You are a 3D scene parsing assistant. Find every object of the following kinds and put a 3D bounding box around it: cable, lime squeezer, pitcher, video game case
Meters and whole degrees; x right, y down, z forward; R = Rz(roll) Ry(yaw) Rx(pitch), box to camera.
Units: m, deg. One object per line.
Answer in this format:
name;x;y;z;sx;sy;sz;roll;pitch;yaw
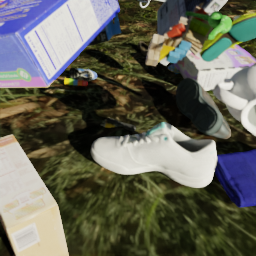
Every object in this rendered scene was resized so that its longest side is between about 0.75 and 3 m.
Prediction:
cable;-0.283;-0.074;8.242;1.020;0.257;0.495;15;19;0
lime squeezer;1.352;-1.684;4.549;0.516;0.276;1.462;-18;35;8
pitcher;2.124;-0.572;4.983;1.462;1.033;1.704;29;30;-5
video game case;1.530;-3.070;6.664;0.306;2.386;2.624;27;43;-21

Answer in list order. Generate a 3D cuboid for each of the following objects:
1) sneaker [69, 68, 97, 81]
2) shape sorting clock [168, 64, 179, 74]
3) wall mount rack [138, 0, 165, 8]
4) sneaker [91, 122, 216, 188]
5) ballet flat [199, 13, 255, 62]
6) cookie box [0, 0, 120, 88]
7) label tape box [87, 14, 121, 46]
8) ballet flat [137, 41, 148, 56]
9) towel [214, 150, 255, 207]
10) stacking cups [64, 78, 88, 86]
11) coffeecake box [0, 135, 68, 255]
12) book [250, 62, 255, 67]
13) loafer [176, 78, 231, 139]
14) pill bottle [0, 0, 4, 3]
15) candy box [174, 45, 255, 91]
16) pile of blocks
sneaker;-1.725;-2.011;10.726;1.282;0.503;0.571;15;15;30
shape sorting clock;2.139;-2.469;11.526;0.985;0.193;0.985;0;35;0
wall mount rack;0.867;-4.487;9.005;1.121;1.290;0.481;-18;45;-32
sneaker;0.541;0.401;6.519;2.958;1.309;1.113;9;38;12
ballet flat;2.861;-2.627;7.712;0.730;2.186;0.733;28;57;-26
cookie box;-1.903;-2.081;5.760;2.443;1.073;2.856;6;48;32
label tape box;-1.014;-3.307;8.976;1.480;1.067;0.468;-14;37;-1
ballet flat;0.813;-3.759;13.205;0.509;0.350;1.512;-10;37;-14
towel;3.010;1.106;6.328;1.890;0.468;1.396;-6;43;-9
stacking cups;-1.922;-1.700;10.384;0.840;0.254;0.254;4;36;7
coffeecake box;-1.893;1.351;4.931;0.755;1.587;2.068;-22;41;-28
book;2.987;-1.133;6.154;0.258;1.074;0.717;-34;84;-26
loafer;2.209;-0.568;8.474;0.839;0.958;2.667;29;26;-29
pill bottle;-3.088;-2.557;7.019;0.645;0.645;1.166;8;76;11
candy box;3.303;-2.382;10.616;2.537;0.908;2.128;-7;41;-11
pile of blocks;1.027;-1.645;5.032;1.672;0.520;0.686;-40;82;-20
